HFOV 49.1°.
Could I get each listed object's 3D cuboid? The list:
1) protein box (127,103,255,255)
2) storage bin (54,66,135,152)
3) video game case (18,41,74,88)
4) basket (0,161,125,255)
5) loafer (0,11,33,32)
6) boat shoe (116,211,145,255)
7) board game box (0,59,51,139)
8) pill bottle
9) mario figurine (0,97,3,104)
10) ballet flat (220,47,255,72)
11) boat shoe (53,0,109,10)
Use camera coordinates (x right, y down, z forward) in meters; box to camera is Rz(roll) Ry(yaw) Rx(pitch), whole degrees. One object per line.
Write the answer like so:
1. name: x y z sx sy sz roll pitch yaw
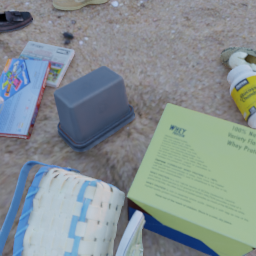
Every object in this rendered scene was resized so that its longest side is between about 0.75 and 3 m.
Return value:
1. protein box: 1.709 1.287 6.878 2.689 1.828 2.709 19 58 13
2. storage bin: -1.092 -0.746 8.293 2.307 1.549 1.679 -33 52 -25
3. video game case: -3.140 -2.368 10.275 1.875 0.207 1.706 14 62 8
4. basket: -1.676 2.098 6.282 2.877 2.001 2.536 5 71 26
5. loafer: -5.049 -4.385 11.422 2.241 0.706 0.805 -24 59 -15
6. boat shoe: 0.041 2.378 5.381 0.471 0.547 1.520 21 86 9
7. board game box: -3.652 -1.054 9.275 1.527 0.288 2.967 5 61 2
8. pill bottle: 3.955 -1.052 8.923 1.105 1.105 1.972 -11 56 -8
9. mario figurine: -4.318 -0.848 8.376 1.296 0.687 0.800 -5 30 32
10. ballet flat: 4.320 -2.164 9.614 2.566 0.870 0.966 27 34 24
11. boat shoe: -2.100 -5.900 12.381 2.543 0.820 0.906 -17 58 -11
